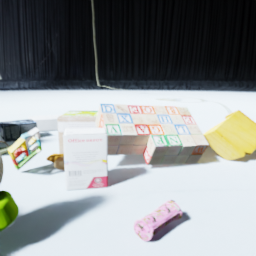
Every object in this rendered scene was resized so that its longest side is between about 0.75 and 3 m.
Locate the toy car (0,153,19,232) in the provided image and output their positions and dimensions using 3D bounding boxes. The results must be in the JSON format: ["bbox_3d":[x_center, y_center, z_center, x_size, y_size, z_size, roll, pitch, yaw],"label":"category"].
[{"bbox_3d":[-3.282,0.813,4.180,2.508,2.060,1.979,-4,24,39],"label":"toy car"}]

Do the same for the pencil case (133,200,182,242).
[{"bbox_3d":[0.518,1.564,4.762,0.947,0.410,0.392,-15,34,-43],"label":"pencil case"}]

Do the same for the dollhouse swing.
[{"bbox_3d":[3.215,0.476,9.305,1.583,1.531,1.742,43,49,17],"label":"dollhouse swing"}]

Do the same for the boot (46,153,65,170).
[{"bbox_3d":[-2.029,0.938,7.964,0.786,0.386,1.098,2,5,20],"label":"boot"}]

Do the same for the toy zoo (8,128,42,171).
[{"bbox_3d":[-2.595,0.516,7.115,0.136,1.326,0.870,38,60,11],"label":"toy zoo"}]

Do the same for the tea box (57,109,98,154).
[{"bbox_3d":[-1.248,0.084,9.736,1.899,1.269,1.868,0,13,3],"label":"tea box"}]

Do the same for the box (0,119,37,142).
[{"bbox_3d":[-4.380,0.087,11.221,1.265,0.677,0.939,-7,14,-32],"label":"box"}]

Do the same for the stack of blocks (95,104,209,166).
[{"bbox_3d":[0.617,0.183,8.024,2.847,0.834,1.639,1,44,-20],"label":"stack of blocks"}]

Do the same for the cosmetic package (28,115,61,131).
[{"bbox_3d":[-3.397,-0.237,12.972,2.314,0.586,0.955,-4,16,-16],"label":"cosmetic package"}]

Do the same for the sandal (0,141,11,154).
[{"bbox_3d":[-4.428,0.618,9.126,1.621,0.463,0.644,-4,9,-7],"label":"sandal"}]

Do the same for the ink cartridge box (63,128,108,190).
[{"bbox_3d":[-0.980,0.709,6.539,0.993,1.346,0.576,-1,14,-9],"label":"ink cartridge box"}]
